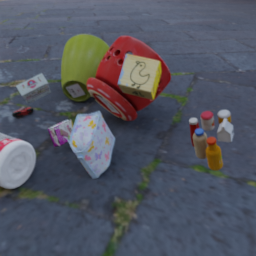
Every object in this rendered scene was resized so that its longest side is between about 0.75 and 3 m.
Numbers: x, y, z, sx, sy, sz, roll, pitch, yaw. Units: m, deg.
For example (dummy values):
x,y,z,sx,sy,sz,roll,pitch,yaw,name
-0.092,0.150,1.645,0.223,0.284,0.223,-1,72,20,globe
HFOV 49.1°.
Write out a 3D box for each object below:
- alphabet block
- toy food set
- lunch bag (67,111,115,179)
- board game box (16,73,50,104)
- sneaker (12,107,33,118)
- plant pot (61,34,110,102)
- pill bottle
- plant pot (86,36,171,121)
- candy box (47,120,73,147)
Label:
x,y,z,sx,sy,sz,roll,pitch,yaw,name
0.355,-1.435,8.045,0.982,0.959,0.964,14,-3,11,alphabet block
1.919,0.032,6.519,0.861,0.812,1.804,5,44,30,toy food set
-1.028,0.477,7.657,0.916,1.222,1.441,-9,47,18,lunch bag
-3.100,-1.270,9.268,0.904,0.394,1.225,-30,1,-14,board game box
-4.017,-0.604,10.560,0.813,0.287,0.397,-25,40,-38,sneaker
-1.918,-2.309,11.882,2.267,2.267,2.423,4,49,6,plant pot
-3.759,0.697,7.509,2.280,1.262,1.262,15,35,22,pill bottle
-0.044,-1.577,9.733,2.391,2.391,2.177,28,77,38,plant pot
-1.997,0.153,8.595,0.268,0.600,0.879,-12,13,28,candy box
